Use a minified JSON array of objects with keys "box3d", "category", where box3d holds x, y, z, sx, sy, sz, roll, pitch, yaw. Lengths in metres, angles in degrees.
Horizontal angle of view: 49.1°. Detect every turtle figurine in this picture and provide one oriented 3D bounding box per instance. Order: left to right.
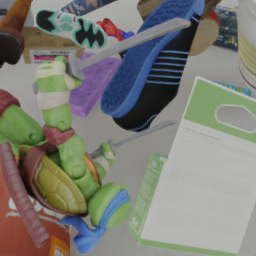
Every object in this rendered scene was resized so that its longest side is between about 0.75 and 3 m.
[{"box3d":[-0.590,-0.078,2.745,1.933,1.435,1.993,24,93,17],"category":"turtle figurine"}]

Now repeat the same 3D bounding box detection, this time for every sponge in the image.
[{"box3d":[-1.426,-1.501,8.888,1.558,0.416,2.792,16,47,15],"category":"sponge"}]

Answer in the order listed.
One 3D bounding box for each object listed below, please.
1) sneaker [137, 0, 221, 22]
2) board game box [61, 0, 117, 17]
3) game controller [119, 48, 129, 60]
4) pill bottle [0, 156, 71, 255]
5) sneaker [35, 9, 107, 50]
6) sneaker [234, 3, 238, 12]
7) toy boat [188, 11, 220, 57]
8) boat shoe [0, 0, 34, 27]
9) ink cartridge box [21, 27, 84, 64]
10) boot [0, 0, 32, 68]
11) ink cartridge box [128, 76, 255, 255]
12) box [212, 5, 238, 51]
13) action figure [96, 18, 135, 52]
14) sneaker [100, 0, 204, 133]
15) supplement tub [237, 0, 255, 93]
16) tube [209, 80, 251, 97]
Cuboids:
[{"box3d":[1.322,-2.440,4.911,2.325,0.878,0.819,-25,37,19],"category":"sneaker"},{"box3d":[-0.592,-3.310,7.058,1.591,0.406,2.348,-34,25,-22],"category":"board game box"},{"box3d":[0.117,-2.592,10.164,0.694,0.280,1.329,-23,47,-2],"category":"game controller"},{"box3d":[-1.766,1.888,4.522,1.664,1.664,2.967,-4,45,-4],"category":"pill bottle"},{"box3d":[-0.709,-1.386,3.873,0.966,0.375,0.676,23,20,-3],"category":"sneaker"},{"box3d":[3.554,-3.135,8.129,0.533,0.468,1.330,-27,76,-16],"category":"sneaker"},{"box3d":[1.410,-2.430,6.672,1.185,1.187,1.815,-8,0,-2],"category":"toy boat"},{"box3d":[-3.478,-3.020,7.482,0.715,0.867,2.525,-2,17,16],"category":"boat shoe"},{"box3d":[-1.872,-2.006,6.939,1.446,1.191,0.543,-5,85,-16],"category":"ink cartridge box"},{"box3d":[-2.036,-2.096,5.340,0.673,1.851,1.966,30,72,-24],"category":"boot"},{"box3d":[1.033,0.565,3.628,1.512,2.078,0.498,17,2,-20],"category":"ink cartridge box"},{"box3d":[3.607,-4.254,11.465,2.884,0.736,2.274,23,50,22],"category":"box"},{"box3d":[-0.200,-2.408,7.322,1.844,0.477,0.603,6,48,-55],"category":"action figure"},{"box3d":[0.434,-0.847,3.725,0.697,0.774,1.986,33,88,47],"category":"sneaker"},{"box3d":[3.252,-1.980,5.546,2.058,2.838,2.058,-8,69,20],"category":"supplement tub"},{"box3d":[3.118,-1.168,8.658,1.298,0.327,0.503,15,59,9],"category":"tube"}]
